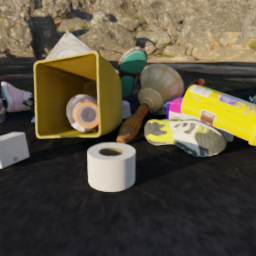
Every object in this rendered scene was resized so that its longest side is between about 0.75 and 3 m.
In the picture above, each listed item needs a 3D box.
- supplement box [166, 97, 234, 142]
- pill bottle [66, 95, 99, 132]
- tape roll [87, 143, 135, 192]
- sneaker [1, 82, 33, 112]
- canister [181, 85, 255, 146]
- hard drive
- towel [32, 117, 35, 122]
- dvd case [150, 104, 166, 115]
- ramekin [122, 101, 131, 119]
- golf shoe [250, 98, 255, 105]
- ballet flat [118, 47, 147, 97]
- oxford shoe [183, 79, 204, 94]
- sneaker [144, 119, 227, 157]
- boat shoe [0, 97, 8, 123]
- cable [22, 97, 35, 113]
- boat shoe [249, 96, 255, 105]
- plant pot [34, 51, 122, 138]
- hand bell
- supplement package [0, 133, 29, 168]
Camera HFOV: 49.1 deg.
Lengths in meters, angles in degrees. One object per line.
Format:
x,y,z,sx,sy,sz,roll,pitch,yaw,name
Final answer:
2.148,-0.296,8.172,1.883,0.953,0.973,8,19,25,supplement box
-1.196,-0.420,7.721,0.977,0.977,1.840,-4,9,-13,pill bottle
-0.313,0.726,5.341,0.906,0.622,0.906,0,17,0,tape roll
-4.525,-1.256,11.442,1.059,0.762,2.026,-8,34,-32,sneaker
2.386,-0.342,6.610,1.937,0.838,1.439,26,17,28,canister
-1.514,-1.678,9.338,2.565,1.792,0.485,38,-1,-14,hard drive
-2.877,-0.328,9.761,0.874,0.104,0.633,-2,16,-12,towel
2.190,-0.766,10.505,2.878,0.317,2.101,4,16,-1,dvd case
-0.394,-0.685,10.263,0.991,0.520,0.991,0,16,0,ramekin
5.610,-0.974,11.249,1.988,0.767,0.876,-7,-6,-20,golf shoe
0.035,-1.817,8.467,0.779,2.166,0.779,7,60,-12,ballet flat
2.136,-1.373,9.207,0.751,0.265,0.281,-28,10,3,oxford shoe
1.488,0.092,7.125,2.206,0.821,0.933,14,22,39,sneaker
-4.038,-0.581,8.942,0.437,0.943,0.352,8,33,19,boat shoe
-2.695,-0.872,10.489,1.752,0.545,2.147,19,18,24,cable
4.048,-0.714,7.989,0.781,0.946,2.526,28,46,-3,boat shoe
-1.213,-0.804,7.970,2.080,2.080,1.835,-2,0,27,plant pot
0.430,-0.523,8.176,1.506,1.506,2.892,10,44,29,hand bell
-2.649,0.479,6.151,0.417,0.585,0.752,1,14,29,supplement package
